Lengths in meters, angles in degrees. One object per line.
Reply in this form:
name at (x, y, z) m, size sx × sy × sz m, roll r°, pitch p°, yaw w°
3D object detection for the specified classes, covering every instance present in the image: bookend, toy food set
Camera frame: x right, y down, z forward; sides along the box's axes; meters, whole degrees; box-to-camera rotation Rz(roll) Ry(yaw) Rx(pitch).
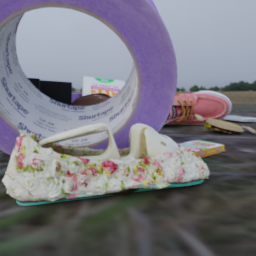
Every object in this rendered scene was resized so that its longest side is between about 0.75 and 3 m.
bookend at (-2.566, -0.572, 7.107) m, size 2.948 × 1.358 × 2.930 m, roll -2°, pitch 8°, yaw -33°
toy food set at (2.340, 0.011, 6.870) m, size 1.417 × 0.284 × 0.978 m, roll 13°, pitch 11°, yaw 6°

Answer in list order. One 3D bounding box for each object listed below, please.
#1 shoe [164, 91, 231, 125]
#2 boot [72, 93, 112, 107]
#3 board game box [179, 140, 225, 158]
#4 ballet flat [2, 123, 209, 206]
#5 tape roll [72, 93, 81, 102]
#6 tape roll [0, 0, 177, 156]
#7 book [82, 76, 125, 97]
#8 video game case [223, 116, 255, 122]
shoe at (1.554, -0.492, 8.339) m, size 2.972 × 1.062 × 1.352 m, roll 1°, pitch 13°, yaw 13°
boot at (-1.222, -0.257, 6.609) m, size 2.774 × 0.956 × 2.976 m, roll 4°, pitch 12°, yaw 32°
board game box at (1.090, 0.336, 4.467) m, size 1.057 × 0.158 × 0.505 m, roll -2°, pitch 9°, yaw -44°
ballet flat at (-0.078, 0.280, 2.634) m, size 2.033 × 0.650 × 0.769 m, roll -2°, pitch 7°, yaw -24°
tape roll at (-3.035, -0.827, 10.831) m, size 2.466 × 1.048 × 2.466 m, roll 1°, pitch 6°, yaw 0°
tape roll at (-0.628, -0.636, 3.047) m, size 2.200 × 2.200 × 0.935 m, roll 0°, pitch 33°, yaw -1°
book at (-0.820, -1.039, 10.074) m, size 1.648 × 0.593 × 2.467 m, roll 4°, pitch 35°, yaw -11°
video game case at (4.032, -0.343, 10.208) m, size 1.044 × 0.134 × 1.148 m, roll -1°, pitch 8°, yaw -32°
